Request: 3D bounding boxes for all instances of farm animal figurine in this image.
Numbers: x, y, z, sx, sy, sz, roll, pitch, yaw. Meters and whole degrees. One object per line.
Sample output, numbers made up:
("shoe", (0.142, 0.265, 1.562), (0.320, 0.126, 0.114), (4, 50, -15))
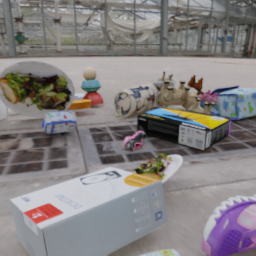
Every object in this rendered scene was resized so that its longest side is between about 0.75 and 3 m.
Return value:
("farm animal figurine", (2.377, -1.175, 11.880), (2.506, 1.321, 2.533), (9, 37, -1))

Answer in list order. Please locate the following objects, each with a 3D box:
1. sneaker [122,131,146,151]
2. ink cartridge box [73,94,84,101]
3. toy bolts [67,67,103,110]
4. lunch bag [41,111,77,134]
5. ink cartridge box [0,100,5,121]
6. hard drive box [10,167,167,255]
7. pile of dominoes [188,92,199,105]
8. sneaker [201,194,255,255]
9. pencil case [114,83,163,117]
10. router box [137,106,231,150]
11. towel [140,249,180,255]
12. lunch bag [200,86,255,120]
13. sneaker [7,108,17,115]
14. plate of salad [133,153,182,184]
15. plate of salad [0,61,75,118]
("sneaker", (0.295, 0.444, 8.686), (0.500, 0.414, 1.048), (31, 34, 26))
("ink cartridge box", (-3.181, -1.461, 14.323), (2.008, 0.394, 0.999), (-4, 19, -16))
("toy bolts", (-2.251, -1.881, 12.885), (2.600, 1.803, 2.484), (-14, 14, -38))
("lunch bag", (-2.318, -0.148, 9.363), (1.092, 0.515, 1.363), (-7, -13, -20))
("ink cartridge box", (-6.035, -0.523, 10.393), (1.846, 1.042, 2.515), (2, 18, 5))
("hard drive box", (-0.646, 1.378, 4.601), (2.023, 0.777, 1.576), (-14, 10, -36))
("pile of dominoes", (3.591, -1.832, 15.299), (2.337, 0.477, 2.999), (3, 19, 11))
("sneaker", (2.119, 1.595, 4.431), (2.145, 0.863, 0.948), (-9, 28, -29))
("pencil case", (0.616, -1.267, 12.581), (2.912, 1.302, 1.133), (-20, 55, -45))
("router box", (1.901, -0.100, 9.681), (2.619, 0.669, 1.954), (15, 23, 38))
("towel", (0.184, 2.159, 3.379), (1.599, 0.385, 1.368), (-5, 16, -16))
("lunch bag", (4.393, -1.108, 12.013), (1.735, 1.300, 2.041), (-11, 10, -28))
("sneaker", (-4.499, -0.967, 12.485), (0.638, 0.632, 1.760), (21, 30, 36))
("plate of salad", (0.422, 0.960, 6.053), (1.592, 0.382, 1.592), (-30, 7, 4))
("plate of salad", (-3.456, -1.252, 10.564), (2.850, 2.850, 0.685), (-3, 49, -9))
